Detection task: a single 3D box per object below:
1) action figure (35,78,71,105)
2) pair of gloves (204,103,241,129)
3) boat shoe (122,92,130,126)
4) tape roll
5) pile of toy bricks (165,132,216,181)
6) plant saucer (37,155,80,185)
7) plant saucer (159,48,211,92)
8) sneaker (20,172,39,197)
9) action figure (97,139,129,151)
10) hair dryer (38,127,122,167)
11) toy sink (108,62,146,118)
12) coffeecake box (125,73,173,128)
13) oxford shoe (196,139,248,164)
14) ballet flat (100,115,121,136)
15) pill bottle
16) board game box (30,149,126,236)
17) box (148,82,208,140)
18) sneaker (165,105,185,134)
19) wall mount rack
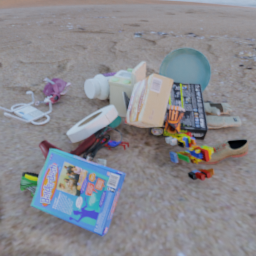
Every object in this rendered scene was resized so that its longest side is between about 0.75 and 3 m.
[{"bbox_3d":[-3.762,-1.679,14.216,1.541,1.386,2.070,20,24,-27],"label":"action figure"},{"bbox_3d":[3.863,-0.574,12.676,1.922,0.396,2.260,-1,30,1],"label":"pair of gloves"},{"bbox_3d":[0.101,-0.851,12.038,0.445,1.560,0.521,-13,24,2],"label":"boat shoe"},{"bbox_3d":[-1.384,-0.179,10.878,2.152,0.393,2.152,-29,13,8],"label":"tape roll"},{"bbox_3d":[2.312,0.835,9.318,1.150,1.293,2.330,-17,13,-15],"label":"pile of toy bricks"},{"bbox_3d":[-1.831,1.555,8.320,1.701,0.427,1.701,4,65,-8],"label":"plant saucer"},{"bbox_3d":[2.836,-2.711,14.021,2.547,2.547,0.458,8,18,12],"label":"plant saucer"},{"bbox_3d":[-2.587,1.851,8.633,1.505,0.641,0.587,16,-1,4],"label":"sneaker"},{"bbox_3d":[-0.642,0.618,10.811,1.348,0.348,0.441,12,27,27],"label":"action figure"},{"bbox_3d":[-1.676,0.903,9.462,2.789,0.758,2.124,7,53,2],"label":"hair dryer"},{"bbox_3d":[-0.060,-1.849,12.930,1.291,2.304,1.502,13,35,17],"label":"toy sink"},{"bbox_3d":[0.716,-0.936,10.668,0.821,1.724,2.246,15,-5,-15],"label":"coffeecake box"},{"bbox_3d":[3.268,0.746,9.918,1.953,0.730,0.688,-15,53,2],"label":"oxford shoe"},{"bbox_3d":[-0.976,-0.066,11.747,0.610,0.592,1.714,-23,10,43],"label":"ballet flat"},{"bbox_3d":[-1.016,-2.114,14.182,2.263,1.270,1.270,-15,34,-37],"label":"pill bottle"},{"bbox_3d":[-1.348,1.672,7.535,2.175,1.654,0.489,18,-3,14],"label":"board game box"},{"bbox_3d":[2.071,-0.846,12.063,2.309,0.638,2.882,4,48,1],"label":"box"},{"bbox_3d":[1.674,-0.292,10.486,0.699,1.009,1.801,10,4,17],"label":"sneaker"},{"bbox_3d":[-4.825,-0.854,12.620,2.561,0.955,2.225,24,38,34],"label":"wall mount rack"}]
